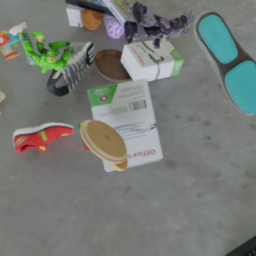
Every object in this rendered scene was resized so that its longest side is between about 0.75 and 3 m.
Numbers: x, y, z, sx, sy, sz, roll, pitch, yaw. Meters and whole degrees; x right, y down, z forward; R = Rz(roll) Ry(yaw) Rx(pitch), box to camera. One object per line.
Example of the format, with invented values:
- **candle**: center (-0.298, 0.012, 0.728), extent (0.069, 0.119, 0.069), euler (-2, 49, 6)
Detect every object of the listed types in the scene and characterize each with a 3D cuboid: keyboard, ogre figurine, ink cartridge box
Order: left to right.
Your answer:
- **ogre figurine**: center (-1.818, -1.683, 6.361), extent (0.608, 1.240, 0.743), euler (-15, 70, 31)
- **ink cartridge box**: center (-0.063, -0.041, 5.153), extent (1.084, 0.614, 1.478), euler (-11, 88, -5)
- **ink cartridge box**: center (0.887, -2.567, 10.633), extent (1.907, 0.804, 1.393), euler (-17, 58, -25)
- **keyboard**: center (3.857, 3.117, 6.754), extent (2.895, 0.574, 1.507), euler (-34, 60, 2)

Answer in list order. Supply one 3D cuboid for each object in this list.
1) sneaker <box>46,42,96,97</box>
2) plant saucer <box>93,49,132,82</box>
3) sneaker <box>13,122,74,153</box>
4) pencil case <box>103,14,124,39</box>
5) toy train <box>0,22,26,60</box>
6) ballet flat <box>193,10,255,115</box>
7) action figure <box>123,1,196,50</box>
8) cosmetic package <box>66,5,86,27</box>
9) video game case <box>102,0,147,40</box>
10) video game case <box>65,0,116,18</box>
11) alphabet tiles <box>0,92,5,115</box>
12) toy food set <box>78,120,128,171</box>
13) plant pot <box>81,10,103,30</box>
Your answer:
- **sneaker**: center (-2.592, -2.352, 10.634), extent (1.719, 1.117, 2.977), euler (17, 48, 16)
- **plant saucer**: center (-0.486, -2.330, 10.773), extent (1.783, 0.326, 1.783), euler (9, 50, -11)
- **sneaker**: center (-2.689, 0.376, 9.065), extent (1.986, 0.765, 0.843), euler (-12, 70, 0)
- **pencil case**: center (-0.645, -4.782, 12.251), extent (0.804, 0.818, 1.915), euler (15, 49, -41)
- **toy train**: center (-3.360, -1.598, 6.520), extent (2.399, 0.667, 1.802), euler (-35, 30, -17)
- **ballet flat**: center (2.311, -1.474, 6.317), extent (0.862, 2.558, 0.815), euler (-31, 13, 16)
- **action figure**: center (0.905, -2.628, 7.419), extent (2.141, 1.393, 0.743), euler (-8, 69, -37)
- **cosmetic package**: center (-2.158, -5.486, 12.688), extent (0.650, 0.893, 1.757), euler (11, 56, 8)
- **video game case**: center (-0.014, -3.625, 8.668), extent (1.608, 0.195, 1.766), euler (48, 34, -17)
- **video game case**: center (-1.051, -5.891, 12.247), extent (2.436, 0.344, 2.695), euler (19, 53, 7)
- **alphabet tiles**: center (-5.701, -0.769, 10.029), extent (2.321, 0.169, 2.270), euler (33, 63, 19)
- **toy food set**: center (-0.366, 0.218, 4.259), extent (0.883, 0.215, 0.874), euler (26, 30, -31)
- **plant pot**: center (-1.497, -4.792, 12.113), extent (0.626, 0.894, 0.894), euler (-10, 41, 49)
